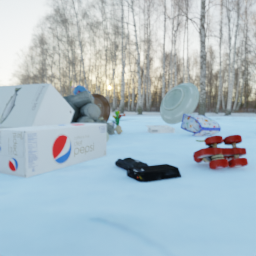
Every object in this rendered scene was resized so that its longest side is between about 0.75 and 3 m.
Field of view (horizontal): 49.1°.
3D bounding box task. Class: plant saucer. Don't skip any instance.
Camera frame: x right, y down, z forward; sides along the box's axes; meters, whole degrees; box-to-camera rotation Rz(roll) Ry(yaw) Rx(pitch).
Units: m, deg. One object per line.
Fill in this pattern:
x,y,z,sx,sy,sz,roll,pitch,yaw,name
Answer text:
-1.886,-0.806,14.683,2.081,2.081,0.381,-3,17,-37,plant saucer
2.573,-1.435,15.014,0.637,2.537,2.537,33,-17,-34,plant saucer

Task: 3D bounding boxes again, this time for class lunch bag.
3.382,-0.080,13.061,1.237,0.901,1.455,1,14,-28,lunch bag

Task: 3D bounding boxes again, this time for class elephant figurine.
-1.994,-0.252,11.562,2.076,2.276,2.933,-37,-6,-5,elephant figurine

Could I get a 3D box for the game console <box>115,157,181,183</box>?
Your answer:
0.275,0.798,5.608,0.911,0.186,1.544,-2,6,-28,game console

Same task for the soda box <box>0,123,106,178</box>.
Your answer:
-1.601,0.382,6.459,0.952,0.890,2.795,2,4,28,soda box

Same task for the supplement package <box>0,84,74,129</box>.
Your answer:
-3.132,-0.270,8.188,2.499,1.461,1.466,1,-30,22,supplement package

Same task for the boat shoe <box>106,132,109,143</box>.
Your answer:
-1.520,0.300,9.864,1.669,0.582,0.594,2,-3,-24,boat shoe

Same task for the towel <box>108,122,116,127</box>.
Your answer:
-1.468,0.031,13.261,1.665,0.198,1.223,-4,-21,-13,towel

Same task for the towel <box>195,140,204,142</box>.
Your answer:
3.084,0.492,11.005,0.811,0.073,0.349,-1,5,-21,towel

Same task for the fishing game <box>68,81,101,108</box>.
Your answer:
-1.932,-1.230,12.003,0.273,1.755,1.256,-40,-13,-39,fishing game

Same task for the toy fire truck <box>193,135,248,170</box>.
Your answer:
1.936,0.605,6.101,1.162,0.651,0.975,-1,-20,-18,toy fire truck

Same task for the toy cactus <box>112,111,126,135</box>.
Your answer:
-0.473,-0.131,14.134,0.733,1.433,1.182,1,43,-14,toy cactus

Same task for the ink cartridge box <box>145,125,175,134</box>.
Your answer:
1.695,0.073,15.188,1.339,0.299,1.179,-1,8,-11,ink cartridge box
